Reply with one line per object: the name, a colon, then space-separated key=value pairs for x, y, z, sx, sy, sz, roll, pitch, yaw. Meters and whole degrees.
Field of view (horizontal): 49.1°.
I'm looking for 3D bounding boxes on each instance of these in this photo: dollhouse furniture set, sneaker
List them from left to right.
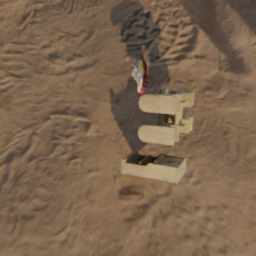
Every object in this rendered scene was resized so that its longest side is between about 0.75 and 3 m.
sneaker: x=0.387 y=-1.754 z=9.714 sx=0.515 sy=0.488 sz=1.254 roll=-10 pitch=67 yaw=25
dollhouse furniture set: x=0.797 y=0.104 z=8.155 sx=1.686 sy=2.224 sz=2.537 roll=6 pitch=103 yaw=24
